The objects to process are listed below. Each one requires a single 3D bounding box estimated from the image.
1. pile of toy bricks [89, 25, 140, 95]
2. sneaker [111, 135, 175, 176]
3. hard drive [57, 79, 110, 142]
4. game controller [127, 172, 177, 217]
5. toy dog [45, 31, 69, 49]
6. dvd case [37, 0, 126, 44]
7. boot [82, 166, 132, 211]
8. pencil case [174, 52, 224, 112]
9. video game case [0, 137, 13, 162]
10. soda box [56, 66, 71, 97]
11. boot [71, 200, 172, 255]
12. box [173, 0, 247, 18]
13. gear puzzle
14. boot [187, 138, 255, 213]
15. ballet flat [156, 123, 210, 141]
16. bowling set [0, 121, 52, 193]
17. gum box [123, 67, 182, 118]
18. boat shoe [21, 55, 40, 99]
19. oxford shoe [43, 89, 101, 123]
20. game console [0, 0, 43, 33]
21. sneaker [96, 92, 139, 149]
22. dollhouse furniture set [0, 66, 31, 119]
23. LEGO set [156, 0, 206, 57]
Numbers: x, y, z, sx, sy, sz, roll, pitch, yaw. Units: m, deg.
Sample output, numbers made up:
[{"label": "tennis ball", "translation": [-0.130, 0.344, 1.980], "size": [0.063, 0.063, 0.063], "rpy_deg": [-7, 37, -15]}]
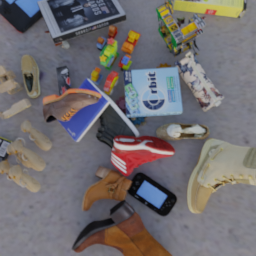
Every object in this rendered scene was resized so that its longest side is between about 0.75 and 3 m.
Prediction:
[{"label": "pile of toy bricks", "translation": [-0.618, -2.746, 10.309], "size": [1.519, 1.352, 2.738], "rpy_deg": [26, 80, 5]}, {"label": "sneaker", "translation": [0.447, 1.029, 9.986], "size": [2.301, 0.901, 1.329], "rpy_deg": [10, 117, -16]}, {"label": "hard drive", "translation": [-1.637, -0.623, 9.965], "size": [1.257, 0.242, 1.906], "rpy_deg": [47, 107, 20]}, {"label": "game controller", "translation": [0.829, 2.332, 9.834], "size": [1.719, 0.362, 0.897], "rpy_deg": [33, 81, 7]}, {"label": "toy dog", "translation": [-2.790, -3.522, 10.831], "size": [1.099, 0.725, 0.529], "rpy_deg": [41, 58, 20]}, {"label": "dvd case", "translation": [-1.796, -4.473, 10.736], "size": [2.870, 0.355, 2.157], "rpy_deg": [-22, 64, -9]}, {"label": "boot", "translation": [-0.741, 2.287, 9.642], "size": [1.321, 0.629, 1.707], "rpy_deg": [24, 82, 10]}, {"label": "pencil case", "translation": [2.613, -1.671, 10.283], "size": [0.866, 0.995, 2.225], "rpy_deg": [-32, 81, 6]}, {"label": "video game case", "translation": [-5.085, 0.971, 10.186], "size": [1.347, 0.190, 1.490], "rpy_deg": [21, 81, 4]}, {"label": "soda box", "translation": [-2.413, -1.682, 10.594], "size": [0.441, 0.394, 1.245], "rpy_deg": [-10, 79, -1]}, {"label": "boot", "translation": [-0.218, 4.142, 9.388], "size": [2.535, 0.922, 2.693], "rpy_deg": [-37, 95, -2]}, {"label": "box", "translation": [3.245, -5.117, 11.111], "size": [2.767, 0.693, 1.041], "rpy_deg": [7, 80, 1]}, {"label": "gear puzzle", "translation": [0.785, -1.371, 10.547], "size": [1.427, 0.361, 2.756], "rpy_deg": [41, 82, 7]}, {"label": "boot", "translation": [3.203, 1.720, 9.141], "size": [2.085, 0.977, 2.683], "rpy_deg": [10, 70, 45]}, {"label": "ballet flat", "translation": [2.002, 0.090, 10.125], "size": [1.951, 0.637, 0.688], "rpy_deg": [-3, 76, -1]}, {"label": "bowling set", "translation": [-3.742, 1.156, 9.318], "size": [1.752, 2.517, 1.351], "rpy_deg": [-29, 124, 16]}, {"label": "gum box", "translation": [0.869, -1.279, 10.151], "size": [1.987, 0.443, 1.688], "rpy_deg": [-4, 77, -1]}, {"label": "boat shoe", "translation": [-3.703, -2.022, 10.509], "size": [0.639, 0.679, 1.783], "rpy_deg": [-18, 79, -1]}, {"label": "oxford shoe", "translation": [-1.911, -0.683, 9.434], "size": [2.574, 0.918, 0.938], "rpy_deg": [-9, 73, 39]}, {"label": "game console", "translation": [-4.155, -5.435, 11.287], "size": [2.370, 0.416, 2.680], "rpy_deg": [43, 82, 6]}, {"label": "sneaker", "translation": [-0.888, -0.279, 10.053], "size": [1.254, 0.894, 2.529], "rpy_deg": [-42, 86, -12]}, {"label": "dollhouse furniture set", "translation": [-4.368, -1.241, 10.000], "size": [1.018, 1.438, 1.565], "rpy_deg": [-30, 99, -6]}, {"label": "LEGO set", "translation": [1.929, -3.606, 9.948], "size": [1.310, 2.260, 1.738], "rpy_deg": [-30, 73, 4]}]
